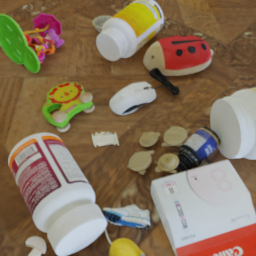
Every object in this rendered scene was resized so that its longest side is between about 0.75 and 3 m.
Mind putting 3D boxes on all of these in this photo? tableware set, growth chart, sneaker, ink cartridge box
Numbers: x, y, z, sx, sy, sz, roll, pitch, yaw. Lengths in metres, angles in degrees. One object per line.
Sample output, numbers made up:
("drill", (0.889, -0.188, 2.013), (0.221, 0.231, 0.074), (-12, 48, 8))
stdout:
("tableware set", (0.803, 0.577, 7.509), (1.408, 0.196, 1.686), (0, 48, 30))
("growth chart", (-0.670, 0.323, 8.120), (0.762, 0.068, 0.551), (-6, 50, -4))
("sneaker", (-0.035, 2.004, 6.546), (1.144, 0.429, 0.496), (13, 43, 2))
("ink cartridge box", (1.905, 2.112, 6.290), (2.092, 0.734, 2.574), (-13, 47, -11))

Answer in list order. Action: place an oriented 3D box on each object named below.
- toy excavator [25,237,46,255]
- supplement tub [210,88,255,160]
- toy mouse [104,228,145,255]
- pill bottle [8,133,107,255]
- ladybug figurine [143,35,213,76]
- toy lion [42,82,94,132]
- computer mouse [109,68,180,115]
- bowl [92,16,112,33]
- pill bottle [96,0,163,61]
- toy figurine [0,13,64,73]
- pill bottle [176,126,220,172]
("toy excavator", (-2.493, 2.966, 5.583), (1.522, 0.760, 1.480), (5, 51, -12))
("supplement tub", (3.703, -0.192, 7.373), (2.554, 1.857, 1.857), (-10, 51, -8))
("toy mouse", (-0.360, 3.231, 5.423), (2.434, 0.471, 2.163), (32, 57, 24))
("pill bottle", (-1.625, 1.410, 6.332), (1.401, 1.401, 2.557), (-27, 55, -20))
("ladybug figurine", (1.827, -2.675, 10.041), (2.578, 0.927, 1.750), (-11, 50, -9))
("toy lion", (-2.000, -0.809, 8.828), (1.602, 0.574, 1.671), (29, 56, 31))
("computer mouse", (0.457, -1.127, 8.936), (2.268, 0.498, 1.244), (-29, 69, -19))
("bowl", (-0.970, -4.206, 11.644), (0.977, 0.458, 0.977), (0, 49, 0))
("pill bottle", (0.057, -3.655, 10.500), (1.500, 1.500, 2.746), (28, 55, 21))
("toy figurine", (-3.285, -3.385, 10.470), (2.344, 1.760, 2.157), (46, 51, 6))
("pill bottle", (1.794, 0.592, 7.424), (1.237, 0.692, 0.692), (-42, 61, -15))
